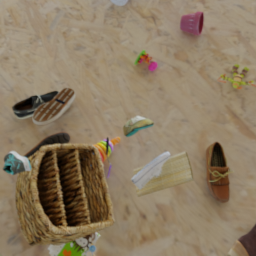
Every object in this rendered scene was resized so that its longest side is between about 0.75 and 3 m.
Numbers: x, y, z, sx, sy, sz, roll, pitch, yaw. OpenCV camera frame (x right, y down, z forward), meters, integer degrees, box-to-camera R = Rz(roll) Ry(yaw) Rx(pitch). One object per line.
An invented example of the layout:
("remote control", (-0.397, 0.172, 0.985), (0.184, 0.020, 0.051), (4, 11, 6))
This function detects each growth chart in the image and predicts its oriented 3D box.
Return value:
("growth chart", (-1.617, 3.408, 8.550), (1.514, 0.186, 2.092), (16, 65, 14))

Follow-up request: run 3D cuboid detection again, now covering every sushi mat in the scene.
("sushi mat", (1.005, 1.394, 8.367), (1.843, 0.112, 0.882), (-23, 59, 22))

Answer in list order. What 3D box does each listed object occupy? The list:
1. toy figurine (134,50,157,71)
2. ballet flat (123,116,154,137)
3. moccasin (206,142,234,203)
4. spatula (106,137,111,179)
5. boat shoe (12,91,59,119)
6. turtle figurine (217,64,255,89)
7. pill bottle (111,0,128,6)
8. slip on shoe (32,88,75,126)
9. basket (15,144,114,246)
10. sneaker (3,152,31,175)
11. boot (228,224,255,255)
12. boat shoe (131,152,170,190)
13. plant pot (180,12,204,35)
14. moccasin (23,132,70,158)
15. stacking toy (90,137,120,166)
("toy figurine", (0.862, -2.793, 11.864), (0.879, 0.717, 0.955), (34, 41, 2))
("ballet flat", (0.243, -0.093, 8.339), (0.500, 1.413, 0.500), (9, 71, -27))
("moccasin", (3.040, 1.444, 9.320), (0.747, 0.788, 2.042), (6, 61, 3))
("spatula", (-0.663, 0.998, 9.359), (0.143, 0.394, 1.393), (-4, 97, 4))
("boat shoe", (-3.468, -0.958, 10.744), (1.897, 0.642, 0.681), (-25, 63, -15))
("turtle figurine", (4.518, -1.978, 11.348), (1.610, 0.519, 1.299), (14, 52, 23))
("pill bottle", (-0.241, -6.937, 13.826), (0.962, 0.962, 1.663), (16, 63, 8))
("slip on shoe", (-2.681, -0.690, 10.285), (0.793, 0.632, 2.085), (26, 48, 6))
("basket", (-1.875, 1.757, 7.996), (1.981, 1.898, 2.659), (-28, 58, 22))
("sneaker", (-3.000, 0.927, 7.198), (1.169, 0.454, 0.533), (5, 23, 44))
("boot", (3.950, 3.826, 8.107), (1.424, 0.619, 1.712), (-35, 63, -16))
("boat shoe", (0.727, 1.228, 8.063), (1.352, 0.497, 0.442), (-38, 89, -5))
("plant pot", (2.870, -4.745, 12.683), (0.904, 1.010, 1.010), (13, 61, 24))
("moccasin", (-2.826, 0.771, 9.611), (1.920, 0.741, 0.702), (-40, 100, -1))
("stacking toy", (-0.823, 0.729, 9.824), (0.797, 0.843, 1.453), (41, 57, 20))
